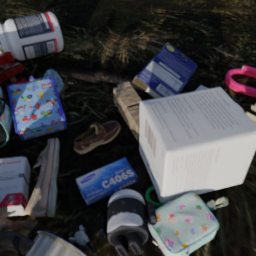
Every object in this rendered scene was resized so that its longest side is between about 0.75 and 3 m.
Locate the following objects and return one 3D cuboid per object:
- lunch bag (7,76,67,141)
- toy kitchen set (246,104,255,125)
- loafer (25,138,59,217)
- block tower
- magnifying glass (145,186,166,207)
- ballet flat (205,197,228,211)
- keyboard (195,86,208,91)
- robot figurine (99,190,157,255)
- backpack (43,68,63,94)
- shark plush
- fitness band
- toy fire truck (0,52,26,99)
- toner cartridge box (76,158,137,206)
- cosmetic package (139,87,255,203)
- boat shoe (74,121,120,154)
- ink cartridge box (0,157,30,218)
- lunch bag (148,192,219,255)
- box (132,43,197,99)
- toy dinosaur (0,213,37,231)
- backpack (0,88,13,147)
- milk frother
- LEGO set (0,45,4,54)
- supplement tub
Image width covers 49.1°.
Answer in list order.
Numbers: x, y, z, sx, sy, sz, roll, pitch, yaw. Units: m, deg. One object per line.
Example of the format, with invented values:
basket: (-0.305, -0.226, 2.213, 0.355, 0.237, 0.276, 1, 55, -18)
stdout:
lunch bag: (-3.102, -0.841, 9.447, 1.564, 0.977, 2.078, -15, 73, -13)
toy kitchen set: (4.888, -0.496, 9.978, 0.894, 1.215, 1.517, 36, 93, 29)
loafer: (-2.393, 1.294, 7.951, 0.782, 0.894, 2.486, 3, 49, -13)
block tower: (0.241, -0.513, 9.805, 0.711, 0.761, 2.632, -18, 48, -15)
magnifying glass: (1.250, 1.835, 8.012, 1.559, 0.175, 0.620, -13, 48, -10)
ballet flat: (2.400, 2.073, 7.702, 0.761, 0.282, 0.282, -15, 49, -14)
keyboard: (2.483, -0.934, 10.618, 0.628, 0.119, 2.232, 27, 53, 29)
robot figurine: (-0.019, 2.307, 6.916, 1.214, 1.008, 1.616, 14, 35, -14)
backpack: (-2.916, -1.664, 10.766, 0.832, 0.883, 1.083, 7, 49, 27)
shark plush: (-0.982, 2.675, 6.660, 1.028, 0.428, 0.467, -8, 36, 51)
fitness band: (4.986, -1.874, 11.304, 2.050, 0.384, 1.472, 21, 51, 20)
toy fire truck: (-5.346, -1.870, 10.820, 2.118, 1.414, 2.522, 10, 42, 43)
toner cartridge box: (-0.610, 1.530, 8.142, 1.618, 0.349, 0.768, -22, 51, -20)
cosmetic package: (1.801, 0.431, 7.857, 2.527, 2.102, 2.114, -11, 42, -10)
boat shoe: (-1.008, 0.176, 9.202, 1.790, 0.644, 0.646, -29, 53, -24)
ink cartridge box: (-3.407, 1.656, 7.818, 1.130, 0.649, 1.556, -6, 47, -6)
lunch bag: (1.359, 2.498, 7.058, 1.618, 0.624, 1.298, -22, 54, -19)
box: (1.561, -2.151, 11.129, 1.673, 0.448, 2.762, 37, 55, 2)
toy dinosaur: (-3.374, 1.927, 6.332, 1.867, 2.755, 1.182, 55, 43, -7)
backpack: (-4.838, -0.480, 8.552, 2.279, 2.592, 1.987, -14, 41, -2)
milk frother: (-1.846, 3.086, 4.945, 2.361, 2.616, 2.461, 44, 50, -16)
LEGO set: (-6.075, -3.199, 12.227, 2.007, 0.824, 0.766, -34, 56, -28)
supplement tub: (-4.277, -3.977, 12.303, 2.490, 1.747, 1.747, -18, 50, -17)
